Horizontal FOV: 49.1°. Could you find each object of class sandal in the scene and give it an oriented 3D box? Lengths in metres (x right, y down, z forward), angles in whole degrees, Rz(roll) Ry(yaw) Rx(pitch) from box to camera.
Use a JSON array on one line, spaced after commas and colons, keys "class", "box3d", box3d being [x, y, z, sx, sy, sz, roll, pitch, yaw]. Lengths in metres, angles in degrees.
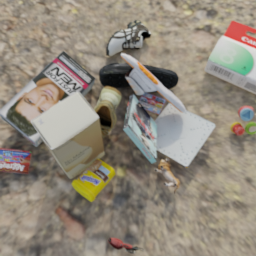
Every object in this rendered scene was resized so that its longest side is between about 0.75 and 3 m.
[{"class": "sandal", "box3d": [0.591, -1.125, 8.105, 2.514, 0.963, 0.720, 42, 104, -5]}]

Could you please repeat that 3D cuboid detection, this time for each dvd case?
[{"class": "dvd case", "box3d": [0.369, -0.020, 7.453, 0.189, 1.252, 1.715, -28, 25, 23]}]

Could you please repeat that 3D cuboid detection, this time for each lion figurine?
[{"class": "lion figurine", "box3d": [1.133, 1.326, 7.694, 0.397, 0.671, 1.096, -39, 61, 21]}]

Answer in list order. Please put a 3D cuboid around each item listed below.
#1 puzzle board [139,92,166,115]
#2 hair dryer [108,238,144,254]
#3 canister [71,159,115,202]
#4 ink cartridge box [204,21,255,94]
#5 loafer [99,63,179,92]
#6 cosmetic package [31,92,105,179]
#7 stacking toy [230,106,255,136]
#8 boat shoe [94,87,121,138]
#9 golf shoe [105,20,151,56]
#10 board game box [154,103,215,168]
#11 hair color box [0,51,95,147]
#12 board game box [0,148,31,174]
[{"class": "puzzle board", "box3d": [0.748, -0.802, 9.025, 0.795, 0.069, 0.599, 22, 67, 10]}, {"class": "hair dryer", "box3d": [-0.094, 2.800, 6.734, 0.859, 0.654, 0.233, 20, 54, -12]}, {"class": "canister", "box3d": [-0.929, 1.402, 7.663, 0.749, 0.436, 1.008, 29, 60, 27]}, {"class": "ink cartridge box", "box3d": [4.192, -2.595, 9.509, 2.275, 0.708, 2.828, 27, 68, 11]}, {"class": "loafer", "box3d": [0.339, -1.711, 9.004, 2.541, 0.863, 0.892, 2, 42, -4]}, {"class": "cosmetic package", "box3d": [-1.388, 0.318, 7.140, 1.312, 2.495, 0.887, -36, 71, -15]}, {"class": "stacking toy", "box3d": [3.576, -0.137, 8.283, 0.817, 0.903, 0.381, 13, 21, -4]}, {"class": "boat shoe", "box3d": [-0.695, -0.301, 7.706, 0.731, 1.995, 0.625, 20, 56, 2]}, {"class": "golf shoe", "box3d": [0.022, -3.019, 9.714, 0.878, 0.722, 1.857, 40, 72, 17]}, {"class": "board game box", "box3d": [1.474, 0.181, 8.313, 1.604, 0.208, 1.604, 30, 68, 26]}, {"class": "hair color box", "box3d": [-2.359, -0.885, 8.437, 1.324, 0.811, 2.674, 40, 70, -3]}, {"class": "board game box", "box3d": [-3.381, 0.906, 7.773, 1.249, 0.121, 0.643, 8, 80, -15]}]
